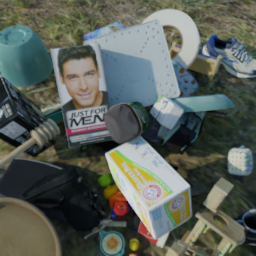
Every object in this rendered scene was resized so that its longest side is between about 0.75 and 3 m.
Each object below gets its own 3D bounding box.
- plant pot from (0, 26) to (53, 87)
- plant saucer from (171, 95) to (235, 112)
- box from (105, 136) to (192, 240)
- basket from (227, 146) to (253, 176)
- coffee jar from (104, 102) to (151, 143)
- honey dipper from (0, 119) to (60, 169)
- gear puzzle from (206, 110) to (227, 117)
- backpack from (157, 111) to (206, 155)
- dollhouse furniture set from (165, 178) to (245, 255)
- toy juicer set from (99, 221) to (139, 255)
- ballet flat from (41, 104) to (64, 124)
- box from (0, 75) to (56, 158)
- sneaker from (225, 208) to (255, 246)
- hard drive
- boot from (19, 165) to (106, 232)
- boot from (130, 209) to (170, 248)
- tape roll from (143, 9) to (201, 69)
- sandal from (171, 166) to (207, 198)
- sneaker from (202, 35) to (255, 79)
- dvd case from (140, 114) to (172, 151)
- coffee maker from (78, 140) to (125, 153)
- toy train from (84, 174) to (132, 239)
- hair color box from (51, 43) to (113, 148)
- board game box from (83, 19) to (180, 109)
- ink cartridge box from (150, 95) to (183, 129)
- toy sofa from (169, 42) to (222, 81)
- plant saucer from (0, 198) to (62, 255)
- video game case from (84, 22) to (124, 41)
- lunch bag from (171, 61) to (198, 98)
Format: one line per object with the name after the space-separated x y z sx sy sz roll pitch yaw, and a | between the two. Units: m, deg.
-4.335 -3.050 11.421 2.165 1.738 2.165 0 53 0 | plant pot
2.244 -0.829 9.341 2.481 2.481 0.446 -6 96 -4 | plant saucer
0.478 1.398 6.985 1.102 1.223 2.175 -27 41 -16 | box
3.467 1.064 8.659 0.742 1.066 0.940 2 94 27 | basket
0.025 -0.193 7.832 0.839 1.966 1.025 -26 91 16 | coffee jar
-3.072 0.733 7.389 0.541 0.541 2.848 35 56 23 | honey dipper
2.802 -0.621 10.002 0.708 0.179 1.368 3 10 -42 | gear puzzle
1.804 -0.115 9.236 1.234 1.415 1.610 37 53 8 | backpack
1.789 2.524 6.158 1.148 2.065 1.826 35 34 24 | dollhouse furniture set
-0.256 3.102 7.636 1.037 0.444 1.630 -15 54 -10 | toy juicer set
-2.270 -0.730 10.280 2.559 0.863 0.798 -20 46 -14 | ballet flat
-3.350 -0.288 8.530 0.902 2.095 1.715 -34 61 0 | box
3.729 2.689 7.498 2.037 1.159 0.769 0 53 0 | sneaker
-2.768 1.781 8.578 2.405 0.509 1.622 14 55 10 | hard drive
-1.772 2.097 7.730 2.134 1.749 0.790 -25 16 22 | boot
0.824 2.355 8.115 1.254 0.630 1.739 25 61 19 | boot
1.574 -3.413 11.399 2.655 2.655 0.485 23 12 16 | tape roll
1.316 1.405 8.436 0.910 0.608 2.227 -20 35 -36 | sandal
4.432 -3.043 11.765 2.753 1.173 1.061 30 59 20 | sneaker
1.400 -0.169 10.255 1.455 0.156 1.957 22 56 15 | dvd case
-0.587 0.525 9.336 1.534 1.033 1.474 31 100 21 | coffee maker
-0.488 1.937 8.006 2.345 0.993 1.357 -26 71 -16 | toy train
-1.288 -0.941 8.234 1.375 0.842 2.777 -10 97 -6 | hair color box
0.132 -1.834 8.811 2.449 0.317 2.450 -17 98 1 | board game box
1.133 -0.493 8.386 0.408 0.706 0.967 25 14 -26 | ink cartridge box
2.797 -2.918 11.854 2.131 0.883 1.040 23 58 16 | toy sofa
-2.908 3.100 6.891 2.802 0.413 2.802 -1 86 8 | plant saucer
-0.721 -3.940 12.878 1.826 0.458 2.015 -29 58 -21 | video game case
1.739 -1.683 10.514 1.563 0.591 1.253 43 99 -13 | lunch bag
